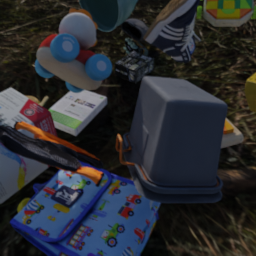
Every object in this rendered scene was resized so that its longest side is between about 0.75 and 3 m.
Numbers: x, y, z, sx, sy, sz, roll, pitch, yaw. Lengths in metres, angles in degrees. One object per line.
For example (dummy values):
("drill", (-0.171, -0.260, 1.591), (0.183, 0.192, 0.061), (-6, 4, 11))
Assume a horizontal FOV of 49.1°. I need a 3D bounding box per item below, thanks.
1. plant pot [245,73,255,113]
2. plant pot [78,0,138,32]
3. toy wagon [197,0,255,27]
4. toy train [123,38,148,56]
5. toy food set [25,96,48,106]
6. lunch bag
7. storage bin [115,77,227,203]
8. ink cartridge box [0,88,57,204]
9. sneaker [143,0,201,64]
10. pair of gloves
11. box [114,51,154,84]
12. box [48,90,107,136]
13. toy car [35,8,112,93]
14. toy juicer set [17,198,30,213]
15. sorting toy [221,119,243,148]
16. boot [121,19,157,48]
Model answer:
("plant pot", (3.455, -0.936, 6.905), (0.897, 0.924, 0.903), (-38, 23, 0))
("plant pot", (-0.559, -4.897, 10.021), (1.581, 2.360, 2.360), (-37, 55, -26))
("toy wagon", (2.723, -3.622, 7.685), (1.536, 0.392, 1.980), (5, 69, 12))
("toy train", (0.334, -3.693, 13.024), (0.835, 0.624, 1.465), (-3, 39, -22))
("toy food set", (-3.828, -0.755, 10.132), (1.756, 0.353, 1.213), (3, 36, 11))
("lunch bag", (-0.957, 1.970, 6.346), (2.850, 1.341, 2.146), (22, 46, 18))
("storage bin", (0.691, 0.009, 5.146), (1.723, 1.590, 2.368), (3, 20, -12))
("ink cartridge box", (-3.512, 0.531, 7.591), (1.877, 1.868, 2.583), (29, 50, 27))
("sneaker", (1.600, -2.785, 7.922), (1.554, 2.864, 1.004), (34, 79, -12))
("pair of gloves", (-1.348, 0.423, 5.139), (1.973, 0.274, 2.214), (26, 0, -6))
("box", (0.266, -2.583, 11.807), (1.110, 0.584, 1.355), (26, 49, 25))
("box", (-1.865, -0.647, 9.951), (1.436, 0.362, 1.990), (21, 46, 21))
("toy car", (-1.343, -2.381, 7.975), (1.926, 2.007, 2.177), (26, 73, -26))
("toy juicer set", (-1.669, 2.280, 6.789), (1.887, 0.514, 1.201), (47, 48, 11))
("sorting toy", (2.579, -0.090, 9.348), (1.799, 0.354, 1.943), (-13, 45, -13))
("boot", (0.254, -4.759, 13.362), (1.707, 0.905, 2.593), (0, 31, -48))
